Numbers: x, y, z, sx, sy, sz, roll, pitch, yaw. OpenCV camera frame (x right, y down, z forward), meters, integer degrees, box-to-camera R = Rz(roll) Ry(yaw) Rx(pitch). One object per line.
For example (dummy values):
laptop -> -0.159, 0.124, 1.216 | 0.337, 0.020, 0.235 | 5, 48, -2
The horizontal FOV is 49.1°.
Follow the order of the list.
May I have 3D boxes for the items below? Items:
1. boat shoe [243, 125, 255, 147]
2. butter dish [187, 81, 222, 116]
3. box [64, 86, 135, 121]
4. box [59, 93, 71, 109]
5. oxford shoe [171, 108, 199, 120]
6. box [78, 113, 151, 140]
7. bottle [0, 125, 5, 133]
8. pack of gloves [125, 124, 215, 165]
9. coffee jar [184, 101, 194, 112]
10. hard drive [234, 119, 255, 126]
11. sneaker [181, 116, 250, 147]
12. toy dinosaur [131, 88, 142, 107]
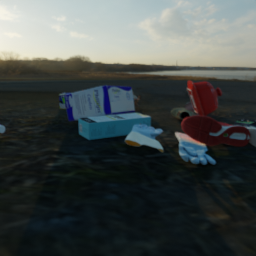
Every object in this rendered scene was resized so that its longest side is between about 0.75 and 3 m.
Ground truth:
boat shoe -> 4.033, 0.185, 8.711 | 0.742, 0.597, 1.599 | -11, 14, -13
butter dish -> 3.525, -1.405, 12.574 | 1.341, 1.814, 1.809 | -20, 11, 7
box -> -1.136, -0.997, 11.606 | 2.144, 1.125, 1.971 | -8, 2, 29
box -> -2.493, -1.508, 15.812 | 2.642, 0.849, 0.926 | 3, 13, 9
oxford shoe -> 2.370, -0.629, 12.310 | 0.586, 0.552, 1.567 | 7, 6, -36
box -> -0.458, -0.089, 9.990 | 2.426, 0.596, 0.998 | -7, 14, -28
bottle -> -4.970, -0.001, 10.105 | 1.168, 0.381, 0.488 | 6, 14, 25
pack of gloves -> 1.123, 0.551, 7.814 | 2.262, 0.531, 2.693 | 17, 12, 4
coffee jar -> 3.565, -1.178, 14.797 | 0.694, 0.568, 1.330 | -18, -1, 37
hard drive -> 4.841, -0.195, 11.468 | 0.650, 0.176, 0.931 | 12, 17, 42
sneaker -> 2.530, 0.123, 8.788 | 2.167, 0.849, 1.252 | 15, 0, -10
toy dinosaur -> 0.197, -1.425, 15.469 | 0.694, 1.095, 1.616 | 28, -14, 15
